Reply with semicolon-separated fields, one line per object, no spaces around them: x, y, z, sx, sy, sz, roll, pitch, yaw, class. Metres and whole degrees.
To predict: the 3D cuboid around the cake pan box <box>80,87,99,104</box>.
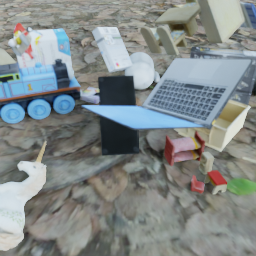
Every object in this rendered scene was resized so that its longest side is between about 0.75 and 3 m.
-1.237;-1.162;10.004;0.788;0.206;0.725;16;40;23;cake pan box

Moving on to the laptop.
0.517;-0.662;4.426;1.917;1.111;1.795;-55;32;-6;laptop

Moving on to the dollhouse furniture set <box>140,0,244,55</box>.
1.661;-3.320;7.696;2.131;1.615;2.432;-46;36;-15;dollhouse furniture set

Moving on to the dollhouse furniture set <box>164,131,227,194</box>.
1.570;0.813;6.668;0.873;0.660;1.622;-9;35;-13;dollhouse furniture set

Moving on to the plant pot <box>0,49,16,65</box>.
-4.744;-2.210;10.806;1.347;1.261;1.261;34;45;21;plant pot

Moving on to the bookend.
-0.302;-0.162;7.674;0.906;1.954;1.966;-3;-10;-5;bookend

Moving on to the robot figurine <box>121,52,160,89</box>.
0.444;-2.175;10.693;1.632;1.087;1.925;15;33;-7;robot figurine

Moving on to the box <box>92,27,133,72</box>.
-0.320;-1.715;6.088;0.193;0.935;0.729;-22;5;36;box

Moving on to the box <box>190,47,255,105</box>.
3.143;-1.769;9.536;2.184;1.729;0.528;9;37;14;box

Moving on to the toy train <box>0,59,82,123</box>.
-2.919;-1.210;8.741;2.937;1.678;1.273;-12;36;-17;toy train

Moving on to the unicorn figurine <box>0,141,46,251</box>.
-2.486;1.459;5.700;1.619;0.870;2.357;0;47;-18;unicorn figurine

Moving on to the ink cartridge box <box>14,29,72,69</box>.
-3.577;-3.156;11.758;2.067;1.517;1.510;-11;36;-16;ink cartridge box

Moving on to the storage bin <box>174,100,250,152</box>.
2.408;-0.269;8.192;1.589;0.750;1.600;25;42;31;storage bin

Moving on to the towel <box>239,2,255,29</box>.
3.413;-3.446;8.494;0.159;0.978;1.332;-47;37;1;towel

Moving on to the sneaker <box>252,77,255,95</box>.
4.658;-1.767;10.506;0.809;1.134;2.287;-38;-2;16;sneaker

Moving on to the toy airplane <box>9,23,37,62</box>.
-3.098;-2.410;8.178;0.720;1.020;1.016;-15;46;-38;toy airplane
